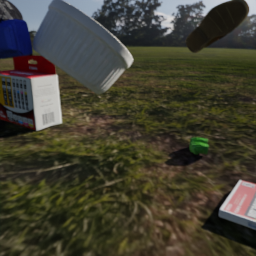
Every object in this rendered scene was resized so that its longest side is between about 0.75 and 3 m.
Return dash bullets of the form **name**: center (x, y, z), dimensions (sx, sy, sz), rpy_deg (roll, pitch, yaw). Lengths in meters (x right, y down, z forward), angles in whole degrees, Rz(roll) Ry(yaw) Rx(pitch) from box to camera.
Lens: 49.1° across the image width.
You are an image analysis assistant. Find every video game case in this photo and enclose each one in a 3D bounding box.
- **video game case**: center (2.848, 1.562, 5.120), dimensions (1.959, 0.171, 1.401), rpy_deg (13, 22, 33)

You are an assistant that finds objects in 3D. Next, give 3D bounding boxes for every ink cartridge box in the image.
- **ink cartridge box**: center (-4.007, -1.470, 10.686), dimensions (2.868, 2.518, 1.203), rpy_deg (12, 22, 36)

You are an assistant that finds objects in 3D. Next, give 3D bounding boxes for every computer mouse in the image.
- **computer mouse**: center (-4.217, -3.295, 7.592), dimensions (0.594, 1.813, 2.582), rpy_deg (-37, 9, 31)

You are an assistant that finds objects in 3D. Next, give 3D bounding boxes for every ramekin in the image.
- **ramekin**: center (-1.360, -2.139, 7.989), dimensions (2.733, 1.435, 2.733), rpy_deg (35, 2, -2)

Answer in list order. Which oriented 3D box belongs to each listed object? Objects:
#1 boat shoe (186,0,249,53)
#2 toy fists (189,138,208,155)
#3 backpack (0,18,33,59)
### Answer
- **boat shoe**: center (2.439, -2.826, 7.586), dimensions (0.735, 0.778, 2.163), rpy_deg (-33, 7, -26)
- **toy fists**: center (2.029, 0.522, 8.113), dimensions (0.504, 0.340, 0.990), rpy_deg (11, 18, 11)
- **backpack**: center (-3.232, -2.255, 7.096), dimensions (1.196, 0.972, 1.003), rpy_deg (-2, 13, 13)
